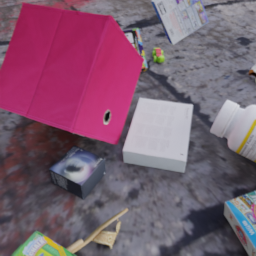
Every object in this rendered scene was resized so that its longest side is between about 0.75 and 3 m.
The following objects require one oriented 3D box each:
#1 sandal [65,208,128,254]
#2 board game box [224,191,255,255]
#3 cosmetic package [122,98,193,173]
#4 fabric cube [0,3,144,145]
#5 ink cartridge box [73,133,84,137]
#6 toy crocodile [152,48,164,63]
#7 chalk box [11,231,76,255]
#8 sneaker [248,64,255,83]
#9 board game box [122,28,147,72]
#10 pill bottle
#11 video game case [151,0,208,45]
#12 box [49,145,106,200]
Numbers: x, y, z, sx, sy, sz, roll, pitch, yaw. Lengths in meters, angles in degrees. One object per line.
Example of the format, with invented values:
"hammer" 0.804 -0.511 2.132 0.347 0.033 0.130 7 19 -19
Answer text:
"sandal" -0.622 2.603 6.515 1.759 0.645 0.578 -29 79 -20
"board game box" 3.587 2.172 6.531 2.100 0.675 1.549 -19 43 -5
"cosmetic package" 1.028 0.141 9.041 1.875 0.643 2.487 8 47 12
"fabric cube" -1.599 -1.425 8.340 2.975 2.919 2.966 17 87 22
"ink cartridge box" -1.393 -0.072 8.892 0.348 0.595 1.026 20 7 2
"toy crocodile" 1.495 -3.615 13.793 0.523 0.478 1.548 -1 40 -1
"chalk box" -1.840 2.869 5.768 1.474 0.914 0.920 20 43 21
"sneaker" 5.930 -2.022 11.972 0.724 0.623 1.711 -44 57 0
"board game box" -0.095 -3.361 12.497 1.550 0.532 1.875 -10 85 -8
"pill bottle" 3.775 0.247 7.893 2.635 1.467 1.467 29 48 18
"video game case" 2.598 -5.754 13.892 2.172 2.396 0.544 -32 34 3
"box" -1.390 1.218 7.905 1.119 0.695 1.128 21 45 21
